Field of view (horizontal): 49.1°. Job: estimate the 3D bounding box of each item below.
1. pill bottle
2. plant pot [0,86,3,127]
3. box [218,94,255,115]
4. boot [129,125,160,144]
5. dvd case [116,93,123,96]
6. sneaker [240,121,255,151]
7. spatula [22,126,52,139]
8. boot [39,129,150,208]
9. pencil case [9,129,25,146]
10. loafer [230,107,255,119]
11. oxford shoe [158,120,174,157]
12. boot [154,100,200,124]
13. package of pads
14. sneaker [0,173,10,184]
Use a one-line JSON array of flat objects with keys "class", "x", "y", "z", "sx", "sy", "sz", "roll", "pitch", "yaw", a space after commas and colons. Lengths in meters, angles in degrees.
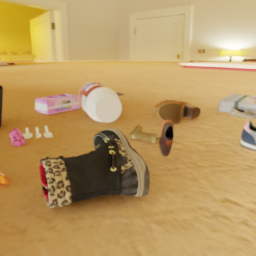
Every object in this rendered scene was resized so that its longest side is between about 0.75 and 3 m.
[{"class": "pill bottle", "x": -1.255, "y": -1.136, "z": 12.463, "sx": 1.521, "sy": 1.521, "sz": 2.711, "roll": -7, "pitch": 19, "yaw": -20}, {"class": "plant pot", "x": -6.216, "y": -0.937, "z": 10.833, "sx": 2.169, "sy": 2.446, "sz": 2.440, "roll": -1, "pitch": 14, "yaw": -40}, {"class": "box", "x": 6.320, "y": -1.106, "z": 13.890, "sx": 2.987, "sy": 0.615, "sz": 2.328, "roll": 13, "pitch": 22, "yaw": 32}, {"class": "boot", "x": 0.663, "y": 0.246, "z": 10.091, "sx": 1.041, "sy": 0.344, "sz": 0.911, "roll": 8, "pitch": 32, "yaw": 27}, {"class": "dvd case", "x": -0.940, "y": -2.177, "z": 18.132, "sx": 1.033, "sy": 0.083, "sz": 0.768, "roll": 14, "pitch": 22, "yaw": 37}, {"class": "sneaker", "x": 4.633, "y": 0.360, "z": 8.741, "sx": 2.185, "sy": 0.896, "sz": 0.766, "roll": 14, "pitch": 22, "yaw": 37}, {"class": "spatula", "x": -3.495, "y": 0.152, "z": 10.718, "sx": 1.029, "sy": 0.119, "sz": 1.480, "roll": -7, "pitch": 19, "yaw": -19}, {"class": "boot", "x": -1.028, "y": 0.879, "z": 6.919, "sx": 2.238, "sy": 1.088, "sz": 2.973, "roll": -7, "pitch": 25, "yaw": -22}, {"class": "pencil case", "x": -3.872, "y": 0.329, "z": 9.720, "sx": 0.442, "sy": 0.428, "sz": 0.944, "roll": -36, "pitch": 27, "yaw": -15}, {"class": "loafer", "x": 5.321, "y": -0.691, "z": 12.930, "sx": 1.205, "sy": 0.379, "sz": 0.433, "roll": 13, "pitch": 22, "yaw": 36}, {"class": "oxford shoe", "x": 1.077, "y": 0.354, "z": 7.853, "sx": 0.389, "sy": 1.092, "sz": 0.396, "roll": -3, "pitch": 20, "yaw": -5}, {"class": "boot", "x": 1.770, "y": -0.818, "z": 12.590, "sx": 2.463, "sy": 0.907, "sz": 1.905, "roll": 1, "pitch": 14, "yaw": -37}, {"class": "package of pads", "x": -3.510, "y": -1.204, "z": 13.947, "sx": 1.179, "sy": 0.740, "sz": 1.957, "roll": 15, "pitch": 23, "yaw": 39}, {"class": "sneaker", "x": -3.281, "y": 1.276, "z": 6.973, "sx": 0.916, "sy": 0.334, "sz": 0.353, "roll": 7, "pitch": 40, "yaw": 35}]
